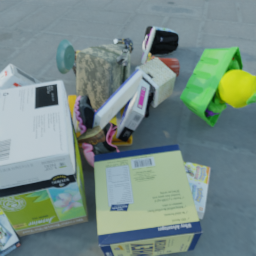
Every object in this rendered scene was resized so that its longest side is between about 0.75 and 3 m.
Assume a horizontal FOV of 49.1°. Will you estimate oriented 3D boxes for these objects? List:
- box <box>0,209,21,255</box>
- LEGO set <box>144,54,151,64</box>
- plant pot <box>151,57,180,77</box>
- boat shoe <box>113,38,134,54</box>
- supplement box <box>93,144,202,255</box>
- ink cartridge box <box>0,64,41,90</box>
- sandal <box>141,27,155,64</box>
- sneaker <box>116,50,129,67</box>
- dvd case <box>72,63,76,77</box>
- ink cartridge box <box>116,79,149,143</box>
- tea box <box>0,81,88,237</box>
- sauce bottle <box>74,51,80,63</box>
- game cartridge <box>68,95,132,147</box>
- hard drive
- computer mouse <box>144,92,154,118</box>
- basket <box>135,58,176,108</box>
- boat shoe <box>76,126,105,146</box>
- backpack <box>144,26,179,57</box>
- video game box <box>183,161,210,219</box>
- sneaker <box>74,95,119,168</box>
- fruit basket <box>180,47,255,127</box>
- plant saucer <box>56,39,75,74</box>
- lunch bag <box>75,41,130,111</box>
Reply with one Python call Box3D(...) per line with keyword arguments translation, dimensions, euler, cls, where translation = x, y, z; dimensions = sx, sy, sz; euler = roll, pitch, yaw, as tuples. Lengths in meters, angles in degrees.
Box3D(translation=(-3.662, 2.840, 7.519), dimensions=(0.983, 0.271, 1.440), euler=(-29, 50, -27), cls="box")
Box3D(translation=(0.796, -2.871, 12.142), dimensions=(0.282, 0.759, 0.349), euler=(-10, 67, -18), cls="LEGO set")
Box3D(translation=(1.714, -2.733, 12.947), dimensions=(1.117, 1.149, 1.149), euler=(-7, 43, -13), cls="plant pot")
Box3D(translation=(-0.113, -3.679, 13.409), dimensions=(0.899, 0.700, 1.979), euler=(-14, 53, 0), cls="boat shoe")
Box3D(translation=(0.389, 1.914, 7.192), dimensions=(2.312, 1.552, 2.309), euler=(-8, 53, -1), cls="supplement box")
Box3D(translation=(-3.652, -0.443, 8.860), dimensions=(2.695, 2.185, 0.676), euler=(-43, 52, 11), cls="ink cartridge box")
Box3D(translation=(0.671, -3.095, 10.525), dimensions=(0.347, 1.414, 0.575), euler=(19, 30, 1), cls="sandal")
Box3D(translation=(-0.134, -2.144, 9.059), dimensions=(0.312, 0.481, 0.832), euler=(10, 45, 18), cls="sneaker")
Box3D(translation=(-1.490, -2.589, 12.647), dimensions=(1.928, 1.407, 0.212), euler=(-1, 80, -2), cls="dvd case")
Box3D(translation=(0.225, -0.797, 10.136), dimensions=(0.508, 1.296, 2.738), euler=(25, 36, -10), cls="ink cartridge box")
Box3D(translation=(-2.388, 0.798, 7.724), dimensions=(1.987, 2.925, 2.974), euler=(-11, 42, -7), cls="tea box")
Box3D(translation=(-1.447, -3.290, 13.711), dimensions=(2.585, 0.853, 0.853), euler=(1, 42, -12), cls="sauce bottle")
Box3D(translation=(-1.190, -0.383, 10.864), dimensions=(2.493, 0.459, 2.828), euler=(-2, 42, -5), cls="game cartridge")
Box3D(translation=(-0.332, -0.771, 8.388), dimensions=(0.245, 1.273, 1.930), euler=(39, 67, 6), cls="hard drive")
Box3D(translation=(0.384, -1.171, 11.390), dimensions=(0.411, 1.078, 1.557), euler=(-5, 30, -33), cls="computer mouse")
Box3D(translation=(1.070, -1.815, 11.239), dimensions=(1.082, 1.345, 1.333), euler=(-33, 64, -18), cls="basket")
Box3D(translation=(-0.986, 0.275, 7.324), dimensions=(0.441, 0.414, 1.224), euler=(-43, 14, -31), cls="boat shoe")
Box3D(translation=(1.770, -4.556, 14.694), dimensions=(1.897, 1.548, 1.459), euler=(-5, 28, -15), cls="backpack")
Box3D(translation=(1.623, 1.769, 8.591), dimensions=(1.566, 0.402, 1.719), euler=(13, 45, 11), cls="video game box")
Box3D(translation=(-0.978, -0.026, 9.174), dimensions=(1.229, 1.018, 2.577), euler=(-20, 66, 5), cls="sneaker")
Box3D(translation=(3.562, -1.389, 9.981), dimensions=(2.871, 2.071, 2.871), euler=(-9, 70, 25), cls="fruit basket")
Box3D(translation=(-2.401, -2.773, 11.000), dimensions=(0.241, 1.343, 1.343), euler=(9, 44, 12), cls="plant saucer")
Box3D(translation=(-0.768, -1.943, 10.632), dimensions=(1.683, 2.415, 2.025), euler=(18, 33, 22), cls="lunch bag")
